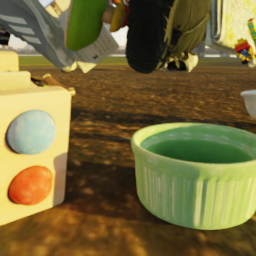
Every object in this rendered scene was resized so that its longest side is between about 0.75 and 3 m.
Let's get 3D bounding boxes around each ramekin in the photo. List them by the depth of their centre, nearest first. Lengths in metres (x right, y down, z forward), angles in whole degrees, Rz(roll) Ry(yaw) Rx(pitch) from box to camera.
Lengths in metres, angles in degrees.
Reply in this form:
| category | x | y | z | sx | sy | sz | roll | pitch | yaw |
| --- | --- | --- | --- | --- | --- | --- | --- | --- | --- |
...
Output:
| category | x | y | z | sx | sy | sz | roll | pitch | yaw |
| --- | --- | --- | --- | --- | --- | --- | --- | --- | --- |
| ramekin | 0.999 | 0.611 | 4.123 | 1.927 | 0.941 | 1.927 | 0 | 15 | 0 |

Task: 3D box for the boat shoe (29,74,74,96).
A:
| category | x | y | z | sx | sy | sz | roll | pitch | yaw |
| --- | --- | --- | --- | --- | --- | --- | --- | --- | --- |
| boat shoe | -3.986 | -2.103 | 13.860 | 2.886 | 1.067 | 1.066 | 6 | 16 | 20 |

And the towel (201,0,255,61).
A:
| category | x | y | z | sx | sy | sz | roll | pitch | yaw |
| --- | --- | --- | --- | --- | --- | --- | --- | --- | --- |
| towel | 3.007 | -2.952 | 6.821 | 2.945 | 2.521 | 0.709 | 4 | -2 | -27 |

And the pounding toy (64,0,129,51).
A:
| category | x | y | z | sx | sy | sz | roll | pitch | yaw |
| --- | --- | --- | --- | --- | --- | --- | --- | --- | --- |
| pounding toy | -0.403 | -2.421 | 5.311 | 1.095 | 2.359 | 1.821 | 16 | 58 | -8 |

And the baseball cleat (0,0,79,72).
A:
| category | x | y | z | sx | sy | sz | roll | pitch | yaw |
| --- | --- | --- | --- | --- | --- | --- | --- | --- | --- |
| baseball cleat | -2.494 | -2.417 | 6.529 | 1.585 | 2.978 | 1.038 | -26 | 20 | 23 |

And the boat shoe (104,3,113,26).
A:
| category | x | y | z | sx | sy | sz | roll | pitch | yaw |
| --- | --- | --- | --- | --- | --- | --- | --- | --- | --- |
| boat shoe | -1.351 | -4.013 | 10.530 | 0.878 | 0.967 | 2.630 | -13 | 40 | 37 |

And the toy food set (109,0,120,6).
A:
| category | x | y | z | sx | sy | sz | roll | pitch | yaw |
| --- | --- | --- | --- | --- | --- | --- | --- | --- | --- |
| toy food set | -0.629 | -4.458 | 9.353 | 2.586 | 1.644 | 0.407 | 1 | -33 | -40 |

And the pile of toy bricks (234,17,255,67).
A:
| category | x | y | z | sx | sy | sz | roll | pitch | yaw |
| --- | --- | --- | --- | --- | --- | --- | --- | --- | --- |
| pile of toy bricks | 1.920 | -1.349 | 4.207 | 0.663 | 0.590 | 1.195 | -20 | -7 | 33 |

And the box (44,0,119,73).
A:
| category | x | y | z | sx | sy | sz | roll | pitch | yaw |
| --- | --- | --- | --- | --- | --- | --- | --- | --- | --- |
| box | -1.416 | -2.938 | 8.145 | 1.280 | 1.948 | 1.958 | -36 | 29 | 9 |

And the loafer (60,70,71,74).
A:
| category | x | y | z | sx | sy | sz | roll | pitch | yaw |
| --- | --- | --- | --- | --- | --- | --- | --- | --- | --- |
| loafer | -2.495 | -2.556 | 10.058 | 0.480 | 1.316 | 0.470 | -32 | 32 | -32 |

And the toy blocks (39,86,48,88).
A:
| category | x | y | z | sx | sy | sz | roll | pitch | yaw |
| --- | --- | --- | --- | --- | --- | --- | --- | --- | --- |
| toy blocks | -3.158 | -0.548 | 8.504 | 1.581 | 1.156 | 2.312 | -10 | 11 | 4 |

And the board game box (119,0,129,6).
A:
| category | x | y | z | sx | sy | sz | roll | pitch | yaw |
| --- | --- | --- | --- | --- | --- | --- | --- | --- | --- |
| board game box | 0.348 | -3.240 | 6.687 | 1.172 | 1.547 | 0.358 | -23 | -12 | 23 |

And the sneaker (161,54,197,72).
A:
| category | x | y | z | sx | sy | sz | roll | pitch | yaw |
| --- | --- | --- | --- | --- | --- | --- | --- | --- | --- |
| sneaker | 1.361 | -2.592 | 10.536 | 2.342 | 0.875 | 0.960 | 9 | 41 | 18 |

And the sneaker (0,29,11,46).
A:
| category | x | y | z | sx | sy | sz | roll | pitch | yaw |
| --- | --- | --- | --- | --- | --- | --- | --- | --- | --- |
| sneaker | -3.710 | -3.098 | 8.263 | 2.726 | 1.193 | 1.006 | -35 | 44 | -9 |

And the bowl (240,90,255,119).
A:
| category | x | y | z | sx | sy | sz | roll | pitch | yaw |
| --- | --- | --- | --- | --- | --- | --- | --- | --- | --- |
| bowl | 4.443 | -0.534 | 7.898 | 2.363 | 1.062 | 2.363 | -4 | 9 | 1 |

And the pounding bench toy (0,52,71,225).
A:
| category | x | y | z | sx | sy | sz | roll | pitch | yaw |
| --- | --- | --- | --- | --- | --- | --- | --- | --- | --- |
| pounding bench toy | -2.429 | 0.204 | 3.449 | 2.833 | 1.760 | 2.210 | -12 | 33 | -37 |

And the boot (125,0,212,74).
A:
| category | x | y | z | sx | sy | sz | roll | pitch | yaw |
| --- | --- | --- | --- | --- | --- | --- | --- | --- | --- |
| boot | 0.923 | -2.347 | 4.918 | 1.008 | 2.724 | 2.233 | 26 | 39 | 22 |
